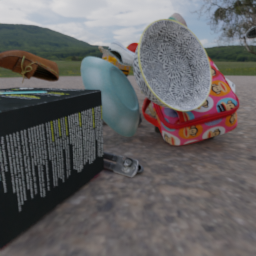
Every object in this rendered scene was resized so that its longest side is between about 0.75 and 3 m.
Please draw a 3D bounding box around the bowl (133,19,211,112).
[{"bbox_3d":[0.790,-1.220,6.122,1.991,1.991,0.934,-9,-6,-34],"label":"bowl"}]

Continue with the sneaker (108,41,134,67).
[{"bbox_3d":[-0.041,-1.809,7.436,1.147,0.406,0.419,33,-26,-8],"label":"sneaker"}]

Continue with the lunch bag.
[{"bbox_3d":[1.443,-0.765,7.429,2.245,1.044,2.549,-16,46,2],"label":"lunch bag"}]

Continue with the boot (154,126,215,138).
[{"bbox_3d":[1.736,-0.359,8.589,1.627,0.911,2.353,0,12,12],"label":"boot"}]

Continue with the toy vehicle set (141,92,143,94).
[{"bbox_3d":[1.707,-1.745,14.569,1.250,0.267,2.011,-13,30,-27],"label":"toy vehicle set"}]

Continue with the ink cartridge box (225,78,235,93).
[{"bbox_3d":[2.954,-1.260,9.014,1.737,0.515,0.902,35,38,-4],"label":"ink cartridge box"}]

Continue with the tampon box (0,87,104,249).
[{"bbox_3d":[-1.762,0.261,4.301,1.864,1.570,2.487,6,14,23],"label":"tampon box"}]

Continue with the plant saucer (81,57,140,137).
[{"bbox_3d":[-0.269,-0.920,7.324,0.458,2.380,2.380,-27,2,24],"label":"plant saucer"}]

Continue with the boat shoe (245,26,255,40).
[{"bbox_3d":[3.578,-2.662,7.534,0.290,0.322,0.912,-19,0,-45],"label":"boat shoe"}]

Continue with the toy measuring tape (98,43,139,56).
[{"bbox_3d":[-0.065,-2.853,10.337,2.207,0.812,0.812,25,24,29],"label":"toy measuring tape"}]

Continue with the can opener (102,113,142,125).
[{"bbox_3d":[-0.454,-0.291,9.238,1.774,0.473,0.593,8,55,17],"label":"can opener"}]

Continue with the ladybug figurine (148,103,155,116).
[{"bbox_3d":[0.939,-0.858,10.747,0.361,0.682,1.005,-22,33,3],"label":"ladybug figurine"}]

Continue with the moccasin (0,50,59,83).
[{"bbox_3d":[-3.528,-2.103,9.979,0.854,0.902,2.335,-36,-27,28],"label":"moccasin"}]

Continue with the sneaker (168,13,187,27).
[{"bbox_3d":[1.312,-2.285,8.661,0.987,2.469,0.881,-36,55,-6],"label":"sneaker"}]

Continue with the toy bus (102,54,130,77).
[{"bbox_3d":[-0.564,-2.803,12.119,0.892,1.073,2.741,8,8,-14],"label":"toy bus"}]

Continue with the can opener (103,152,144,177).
[{"bbox_3d":[-0.265,0.697,5.478,1.235,0.330,0.413,10,-16,39],"label":"can opener"}]
